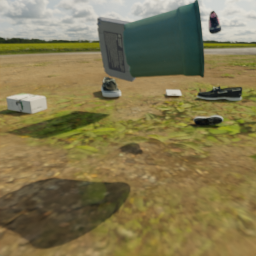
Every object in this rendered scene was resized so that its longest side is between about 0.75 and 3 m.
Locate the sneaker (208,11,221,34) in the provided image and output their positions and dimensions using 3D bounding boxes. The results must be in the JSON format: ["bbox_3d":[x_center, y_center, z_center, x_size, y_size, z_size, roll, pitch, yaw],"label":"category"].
[{"bbox_3d":[3.130,-3.872,10.277,0.455,0.532,1.297,-12,36,17],"label":"sneaker"}]

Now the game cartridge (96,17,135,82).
[{"bbox_3d":[-0.383,-3.437,12.490,1.865,2.801,0.573,23,51,27],"label":"game cartridge"}]

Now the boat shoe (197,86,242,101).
[{"bbox_3d":[5.029,-1.950,15.456,2.424,0.731,0.916,0,19,1],"label":"boat shoe"}]

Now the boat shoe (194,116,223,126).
[{"bbox_3d":[3.196,-0.247,11.166,1.133,0.389,0.321,-2,25,14],"label":"boat shoe"}]

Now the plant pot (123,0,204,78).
[{"bbox_3d":[0.930,-2.137,7.316,1.886,1.926,1.926,-7,18,12],"label":"plant pot"}]

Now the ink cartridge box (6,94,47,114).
[{"bbox_3d":[-4.826,-1.180,13.389,1.499,0.632,1.095,9,21,24],"label":"ink cartridge box"}]

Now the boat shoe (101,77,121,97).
[{"bbox_3d":[-1.135,-2.462,16.549,0.997,0.981,2.766,-6,20,-18],"label":"boat shoe"}]

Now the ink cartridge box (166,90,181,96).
[{"bbox_3d":[2.653,-1.963,16.356,0.833,0.258,1.028,2,27,3],"label":"ink cartridge box"}]
